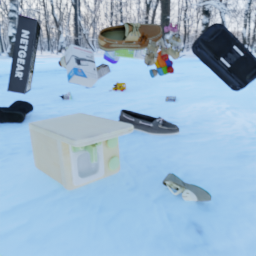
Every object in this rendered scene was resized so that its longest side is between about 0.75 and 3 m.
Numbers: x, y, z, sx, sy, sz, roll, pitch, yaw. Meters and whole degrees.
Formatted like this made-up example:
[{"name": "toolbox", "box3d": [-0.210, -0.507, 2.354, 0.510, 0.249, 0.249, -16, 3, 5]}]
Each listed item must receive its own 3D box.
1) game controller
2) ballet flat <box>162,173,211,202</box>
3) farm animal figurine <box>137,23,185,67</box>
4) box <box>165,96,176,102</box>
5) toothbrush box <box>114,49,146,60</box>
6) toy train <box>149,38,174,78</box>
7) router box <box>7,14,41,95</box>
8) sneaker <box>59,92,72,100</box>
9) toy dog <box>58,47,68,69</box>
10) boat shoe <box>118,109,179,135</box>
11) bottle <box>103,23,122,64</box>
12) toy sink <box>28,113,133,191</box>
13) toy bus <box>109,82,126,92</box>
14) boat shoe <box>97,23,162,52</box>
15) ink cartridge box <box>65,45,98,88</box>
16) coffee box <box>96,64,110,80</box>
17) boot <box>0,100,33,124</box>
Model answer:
[{"name": "game controller", "box3d": [4.026, -2.794, 11.354, 2.978, 1.553, 0.627, 38, 24, -14]}, {"name": "ballet flat", "box3d": [1.365, 1.530, 6.773, 0.440, 0.465, 1.380, -40, 34, -20]}, {"name": "farm animal figurine", "box3d": [1.101, -2.705, 9.390, 1.519, 1.227, 0.764, -18, -17, -12]}, {"name": "box", "box3d": [2.565, -1.742, 16.820, 0.590, 0.172, 0.862, 4, 19, 12]}, {"name": "toothbrush box", "box3d": [0.112, -3.685, 13.710, 1.290, 0.555, 0.939, 13, 11, 21]}, {"name": "toy train", "box3d": [1.246, -3.164, 12.475, 1.129, 1.951, 0.826, -19, 35, 17]}, {"name": "router box", "box3d": [-4.223, -2.924, 11.484, 0.740, 2.900, 2.163, 10, 9, -16]}, {"name": "sneaker", "box3d": [-3.841, -1.942, 17.043, 0.744, 0.413, 1.063, -5, 19, -17]}, {"name": "toy dog", "box3d": [-2.542, -3.047, 12.662, 0.932, 1.295, 1.336, -17, 17, 24]}, {"name": "boat shoe", "box3d": [0.785, -0.242, 11.387, 2.647, 0.754, 0.885, 8, 20, 23]}, {"name": "bottle", "box3d": [-0.599, -4.472, 14.882, 0.870, 2.082, 0.680, 33, 26, 12]}, {"name": "toy sink", "box3d": [-1.285, 0.606, 7.685, 1.766, 1.518, 2.709, -16, 19, -39]}, {"name": "toy bus", "box3d": [-0.701, -2.926, 19.725, 1.070, 0.586, 1.134, 8, 20, 22]}, {"name": "boat shoe", "box3d": [0.060, -3.566, 10.831, 2.563, 0.970, 0.947, -11, -11, 0]}, {"name": "ink cartridge box", "box3d": [-1.839, -2.417, 10.969, 1.041, 1.440, 0.606, 7, -29, -37]}, {"name": "coffee box", "box3d": [-1.234, -2.320, 11.731, 0.874, 0.349, 0.494, -37, 37, -22]}, {"name": "boot", "box3d": [-5.541, -0.788, 12.989, 1.952, 0.746, 1.640, 5, 21, -7]}]
